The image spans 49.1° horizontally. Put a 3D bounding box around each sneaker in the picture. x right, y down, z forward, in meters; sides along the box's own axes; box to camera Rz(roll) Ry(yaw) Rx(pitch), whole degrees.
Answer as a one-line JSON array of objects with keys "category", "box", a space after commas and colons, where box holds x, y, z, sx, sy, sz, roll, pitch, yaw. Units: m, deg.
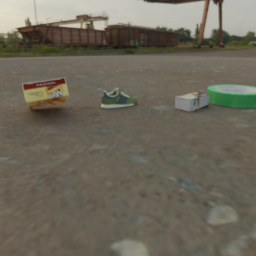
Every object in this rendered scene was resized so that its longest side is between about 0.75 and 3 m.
[{"category": "sneaker", "box": [-0.376, -1.391, 12.689, 1.851, 0.831, 0.621, -10, 21, -29]}]

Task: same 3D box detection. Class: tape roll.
[{"category": "tape roll", "box": [5.209, -1.564, 13.543, 2.702, 0.649, 2.702, 0, 18, 0]}]

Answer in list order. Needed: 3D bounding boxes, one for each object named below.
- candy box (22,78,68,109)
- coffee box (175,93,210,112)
[{"category": "candy box", "box": [-3.305, -1.326, 11.226, 1.527, 0.731, 2.645, -11, 3, -17]}, {"category": "coffee box", "box": [2.850, -1.161, 12.396, 1.432, 0.571, 0.819, -15, 23, -38]}]
